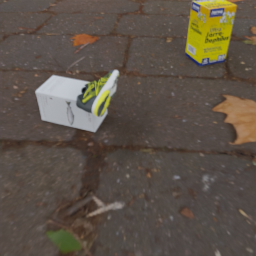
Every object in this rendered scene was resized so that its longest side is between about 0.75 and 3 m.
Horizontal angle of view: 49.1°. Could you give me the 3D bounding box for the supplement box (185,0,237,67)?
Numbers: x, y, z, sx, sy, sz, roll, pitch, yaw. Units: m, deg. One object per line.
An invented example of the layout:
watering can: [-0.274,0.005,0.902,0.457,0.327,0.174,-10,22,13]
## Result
supplement box: [4.156,-4.901,14.405,1.586,2.914,1.596,-14,40,-15]

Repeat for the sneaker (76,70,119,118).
sneaker: [-1.000,-1.354,9.489,1.018,0.896,2.405,17,39,4]

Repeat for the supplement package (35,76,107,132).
supplement package: [-2.079,-0.942,10.628,2.280,1.333,1.338,12,40,14]
